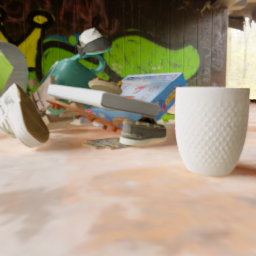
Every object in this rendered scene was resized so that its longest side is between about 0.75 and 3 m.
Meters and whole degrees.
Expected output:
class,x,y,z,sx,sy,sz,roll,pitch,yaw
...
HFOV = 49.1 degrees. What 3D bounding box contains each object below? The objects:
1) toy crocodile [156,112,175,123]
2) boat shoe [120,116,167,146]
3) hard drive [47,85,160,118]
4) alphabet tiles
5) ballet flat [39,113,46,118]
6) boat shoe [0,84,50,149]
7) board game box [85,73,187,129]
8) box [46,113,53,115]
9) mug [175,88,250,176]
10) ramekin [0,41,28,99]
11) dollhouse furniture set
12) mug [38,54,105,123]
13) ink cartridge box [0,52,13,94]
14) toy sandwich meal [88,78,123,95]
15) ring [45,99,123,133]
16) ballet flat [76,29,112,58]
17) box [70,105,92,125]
class,x,y,z,sx,sy,sz,roll,pitch,yaw
toy crocodile,1.147,-0.402,10.142,1.187,0.401,0.367,-3,29,24
boat shoe,0.457,0.021,6.753,0.686,0.574,1.921,8,9,29
hard drive,-0.714,-0.718,7.168,1.718,0.342,2.605,8,5,-40
alphabet tiles,-0.329,0.349,6.528,1.337,0.042,1.112,-5,10,-36
ballet flat,-3.794,-0.715,11.060,0.944,0.944,2.624,-4,9,-27
boat shoe,-2.639,-0.150,6.659,0.959,0.980,2.768,-39,35,-5
board game box,0.271,-0.928,9.308,2.482,0.693,2.430,7,40,44
box,-2.567,-0.462,11.270,1.529,0.317,0.296,-4,13,-15
mug,1.314,0.005,4.449,1.071,1.272,1.450,3,8,18
ramekin,-4.766,-2.016,10.449,2.608,2.608,1.215,7,11,44
dollhouse furniture set,-2.514,-0.976,8.509,1.704,1.999,0.976,-32,-11,34
mug,-2.182,-1.624,10.254,1.569,2.538,2.085,36,-28,-24
ink cartridge box,-4.967,-1.655,8.763,2.682,1.982,1.016,-42,-6,39
toy sandwich meal,-0.634,-1.226,8.078,1.106,0.379,1.106,12,-12,3
ring,-1.260,-0.300,7.980,2.326,0.223,2.326,21,-4,2
ballet flat,-1.159,-2.555,8.490,0.720,0.724,2.117,-30,20,-21
box,-1.471,-0.935,10.469,1.359,1.540,0.745,-9,10,-43
